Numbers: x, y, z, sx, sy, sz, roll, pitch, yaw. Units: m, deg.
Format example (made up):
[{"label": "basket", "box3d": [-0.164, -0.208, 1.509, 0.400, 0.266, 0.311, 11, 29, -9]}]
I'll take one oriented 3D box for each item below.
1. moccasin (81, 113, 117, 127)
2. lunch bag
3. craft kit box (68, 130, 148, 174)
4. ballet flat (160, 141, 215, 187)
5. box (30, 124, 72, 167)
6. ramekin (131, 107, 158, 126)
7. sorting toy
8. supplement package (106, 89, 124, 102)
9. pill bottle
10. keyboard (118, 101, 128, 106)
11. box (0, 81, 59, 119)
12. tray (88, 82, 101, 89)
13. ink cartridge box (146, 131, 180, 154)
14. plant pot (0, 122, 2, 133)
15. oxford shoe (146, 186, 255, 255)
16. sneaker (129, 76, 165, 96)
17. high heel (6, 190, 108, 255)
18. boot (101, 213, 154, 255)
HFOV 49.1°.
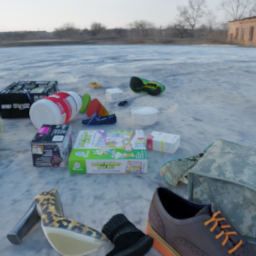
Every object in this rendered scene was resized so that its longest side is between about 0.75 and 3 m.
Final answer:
[{"label": "moccasin", "box3d": [-1.186, -0.374, 11.437, 1.434, 0.489, 0.577, -5, 23, -10]}, {"label": "lunch bag", "box3d": [2.671, 1.321, 5.709, 2.456, 1.444, 2.015, 12, 24, 30]}, {"label": "craft kit box", "box3d": [-0.563, 0.682, 8.752, 2.213, 0.544, 2.241, -3, 21, 0]}, {"label": "ballet flat", "box3d": [2.010, 1.041, 7.615, 2.385, 0.809, 0.898, -18, 47, -26]}, {"label": "box", "box3d": [-2.309, 0.522, 8.660, 0.964, 0.837, 1.459, 1, 22, -3]}, {"label": "ramekin", "box3d": [0.681, -0.494, 11.715, 1.128, 0.525, 1.128, 0, 22, 0]}, {"label": "sorting toy", "box3d": [-1.658, -0.978, 13.002, 0.922, 0.929, 2.678, 23, 4, -34]}, {"label": "supplement package", "box3d": [-0.718, -1.748, 14.990, 0.702, 0.499, 0.901, -9, 24, -21]}, {"label": "pill bottle", "box3d": [-2.821, -0.767, 11.398, 1.256, 1.256, 2.238, 7, 22, 17]}, {"label": "keyboard", "box3d": [-0.224, -1.248, 14.256, 0.468, 0.100, 0.780, -3, 20, 15]}, {"label": "box", "box3d": [-4.530, -1.388, 13.137, 2.193, 1.153, 2.678, -2, 21, -5]}, {"label": "tray", "box3d": [-2.140, -2.733, 17.993, 0.516, 0.194, 1.047, -9, 24, -23]}, {"label": "ink cartridge box", "box3d": [1.178, 0.479, 9.351, 0.959, 0.400, 0.696, 9, 25, 24]}, {"label": "plant pot", "box3d": [-5.702, -0.240, 9.627, 1.912, 1.912, 1.758, 17, 38, 37]}, {"label": "oxford shoe", "box3d": [1.420, 1.958, 4.574, 1.066, 1.086, 2.994, -19, 28, -40]}, {"label": "sneaker", "box3d": [1.077, -2.406, 16.409, 2.410, 0.940, 1.027, 25, 24, 31]}, {"label": "high heel", "box3d": [-1.168, 1.721, 5.595, 2.083, 0.744, 1.485, -2, 26, 20]}, {"label": "boot", "box3d": [-0.229, 2.087, 5.087, 0.914, 0.460, 1.222, 26, 23, 37]}]
